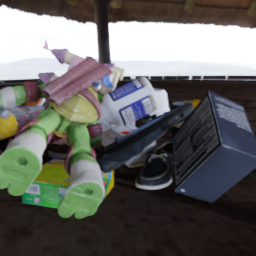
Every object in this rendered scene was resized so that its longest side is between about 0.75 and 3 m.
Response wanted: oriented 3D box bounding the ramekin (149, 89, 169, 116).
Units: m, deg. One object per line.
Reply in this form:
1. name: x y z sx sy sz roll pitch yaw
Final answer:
1. ramekin: 0.771 -1.268 13.372 2.409 1.122 2.409 -1 12 0

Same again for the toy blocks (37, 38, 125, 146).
1. toy blocks: -1.584 -1.000 8.024 2.202 2.444 2.616 21 20 3

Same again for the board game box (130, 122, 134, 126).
1. board game box: -0.240 -0.331 8.741 0.877 1.304 0.292 1 17 6

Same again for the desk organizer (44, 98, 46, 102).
1. desk organizer: -4.901 -1.661 16.223 1.899 0.681 0.731 5 16 23

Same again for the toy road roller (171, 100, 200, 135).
1. toy road roller: 2.259 -0.365 8.922 1.767 1.086 1.290 12 28 37

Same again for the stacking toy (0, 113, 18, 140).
1. stacking toy: -3.477 -0.051 7.085 2.476 1.809 1.809 24 6 -16

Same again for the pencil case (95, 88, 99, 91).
1. pencil case: -1.208 -0.844 10.007 0.566 1.265 0.492 5 2 -31

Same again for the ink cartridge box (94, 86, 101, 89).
1. ink cartridge box: -2.345 -1.487 13.181 2.513 0.838 1.455 6 -23 18

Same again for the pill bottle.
1. pill bottle: -0.117 -0.562 7.170 1.588 0.951 0.951 -26 16 -5

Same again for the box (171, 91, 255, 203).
1. box: 1.321 0.327 4.500 0.756 1.227 1.217 21 42 -13

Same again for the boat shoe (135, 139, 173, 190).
1. boat shoe: 0.684 0.705 5.781 0.712 0.582 1.928 7 14 27

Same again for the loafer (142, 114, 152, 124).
1. loafer: 0.747 -0.293 10.873 0.397 0.348 1.105 -13 15 5

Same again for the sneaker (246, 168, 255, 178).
1. sneaker: 1.934 0.512 6.136 2.180 0.812 0.922 7 15 30

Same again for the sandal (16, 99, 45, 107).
1. sandal: -4.126 -0.909 10.726 2.428 0.696 0.930 -14 39 36

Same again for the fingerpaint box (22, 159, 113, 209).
1. fingerpaint box: -1.002 0.969 4.877 1.259 0.462 1.051 4 14 14

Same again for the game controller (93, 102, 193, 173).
1. game controller: 0.334 0.073 5.296 1.320 0.533 2.531 -38 -5 38

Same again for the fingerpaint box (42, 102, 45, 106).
1. fingerpaint box: -3.091 -0.785 11.776 1.311 0.576 1.571 -11 2 39

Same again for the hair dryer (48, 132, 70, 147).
1. hair dryer: -1.518 0.131 6.406 0.385 1.419 1.080 4 56 37

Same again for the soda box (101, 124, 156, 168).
1. soda box: -0.064 0.348 7.203 0.713 0.666 2.092 -7 13 -22

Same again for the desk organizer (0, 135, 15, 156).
1. desk organizer: -2.553 0.514 6.218 0.567 0.609 1.582 18 -3 -42

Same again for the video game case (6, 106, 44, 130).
1. video game case: -2.847 -0.157 8.932 2.644 0.235 1.892 -3 35 -13

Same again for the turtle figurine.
1. turtle figurine: -1.392 0.258 4.738 2.878 2.071 2.791 -19 32 4
